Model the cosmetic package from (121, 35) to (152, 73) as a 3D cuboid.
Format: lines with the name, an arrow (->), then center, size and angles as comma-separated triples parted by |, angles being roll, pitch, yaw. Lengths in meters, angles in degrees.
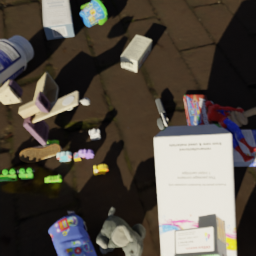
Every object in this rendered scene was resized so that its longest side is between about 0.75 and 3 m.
cosmetic package -> 0.291, -2.589, 9.759 | 0.641, 0.541, 1.240 | 23, 59, 15

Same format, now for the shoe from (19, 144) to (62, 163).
shoe -> -2.390, 0.696, 7.705 | 1.167, 0.311, 0.408 | -11, 89, 1

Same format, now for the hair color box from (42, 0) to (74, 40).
hair color box -> -2.749, -4.399, 10.923 | 1.043, 0.639, 2.108 | -9, 57, -6

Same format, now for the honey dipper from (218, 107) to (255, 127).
honey dipper -> 3.740, -0.642, 7.336 | 0.541, 2.846, 0.541 | 28, 48, -36

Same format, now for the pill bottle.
pill bottle -> -4.017, -2.107, 8.979 | 1.211, 1.211, 2.023 | 19, 47, 13

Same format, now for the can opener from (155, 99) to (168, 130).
can opener -> 0.978, -0.438, 8.445 | 0.348, 0.276, 1.048 | -19, 52, 14

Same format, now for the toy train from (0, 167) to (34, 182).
toy train -> -3.035, 1.218, 7.223 | 1.171, 0.244, 0.330 | -2, 93, -14

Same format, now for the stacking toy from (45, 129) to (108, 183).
stacking toy -> -1.445, 0.749, 7.596 | 1.667, 0.392, 1.257 | -9, 56, -5

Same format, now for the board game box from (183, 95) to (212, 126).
board game box -> 2.136, -0.427, 8.543 | 0.723, 0.137, 1.405 | 0, 56, -1

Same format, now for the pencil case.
pencil case -> -1.023, 2.791, 6.002 | 0.826, 0.742, 1.901 | -17, 56, -28

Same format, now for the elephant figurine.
elephant figurine -> 0.002, 2.399, 5.997 | 1.198, 0.930, 0.848 | -3, 25, 36

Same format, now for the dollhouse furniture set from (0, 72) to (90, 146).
dollhouse furniture set -> -2.059, -1.220, 7.754 | 1.727, 1.928, 2.433 | -22, 41, 11

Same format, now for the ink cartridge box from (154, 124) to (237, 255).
ink cartridge box -> 1.242, 1.430, 5.196 | 1.200, 2.070, 2.858 | -3, 94, 12

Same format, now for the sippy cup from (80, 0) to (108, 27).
sippy cup -> -1.378, -4.385, 10.844 | 0.840, 0.900, 1.146 | -40, 26, -12

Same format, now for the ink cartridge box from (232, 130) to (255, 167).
ink cartridge box -> 2.892, 0.555, 7.744 | 1.755, 0.368, 1.047 | -2, 55, 2

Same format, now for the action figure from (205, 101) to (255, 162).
action figure -> 2.658, -0.093, 6.958 | 0.904, 0.596, 1.826 | -17, 54, -23
